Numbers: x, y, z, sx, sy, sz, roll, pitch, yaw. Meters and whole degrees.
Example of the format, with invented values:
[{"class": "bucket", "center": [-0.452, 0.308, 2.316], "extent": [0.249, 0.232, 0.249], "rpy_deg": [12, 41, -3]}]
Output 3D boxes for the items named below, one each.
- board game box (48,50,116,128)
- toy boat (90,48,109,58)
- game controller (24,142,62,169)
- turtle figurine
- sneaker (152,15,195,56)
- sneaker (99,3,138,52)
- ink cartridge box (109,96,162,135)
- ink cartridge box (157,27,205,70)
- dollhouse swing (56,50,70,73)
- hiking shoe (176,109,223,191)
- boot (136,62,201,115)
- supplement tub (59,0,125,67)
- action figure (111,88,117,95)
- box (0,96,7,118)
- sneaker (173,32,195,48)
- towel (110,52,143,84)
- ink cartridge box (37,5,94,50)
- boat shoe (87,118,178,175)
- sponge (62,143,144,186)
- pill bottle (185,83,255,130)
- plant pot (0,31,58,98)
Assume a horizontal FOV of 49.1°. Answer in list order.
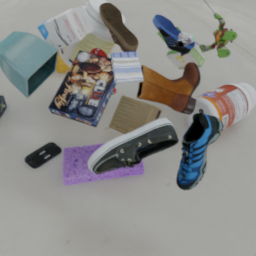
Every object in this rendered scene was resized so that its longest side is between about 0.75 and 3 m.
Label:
[{"class": "board game box", "center": [-1.306, -1.313, 9.016], "extent": [1.591, 0.406, 2.348], "rpy_deg": [17, 68, 11]}, {"class": "toy boat", "center": [-1.590, -2.339, 10.965], "extent": [1.185, 1.187, 1.815], "rpy_deg": [41, 97, 35]}, {"class": "game controller", "center": [-3.143, 1.003, 10.405], "extent": [0.694, 0.280, 1.329], "rpy_deg": [38, 50, 20]}, {"class": "turtle figurine", "center": [3.252, -3.557, 10.816], "extent": [1.993, 1.435, 1.933], "rpy_deg": [38, 23, -24]}, {"class": "sneaker", "center": [1.662, -3.587, 11.079], "extent": [1.986, 0.774, 0.697], "rpy_deg": [35, 54, -12]}, {"class": "sneaker", "center": [-0.475, -3.674, 10.679], "extent": [0.819, 0.878, 2.325], "rpy_deg": [-24, 74, -24]}, {"class": "ink cartridge box", "center": [0.213, -0.290, 9.074], "extent": [1.446, 1.191, 0.543], "rpy_deg": [24, 1, 39]}, {"class": "ink cartridge box", "center": [2.250, -3.477, 12.495], "extent": [1.512, 2.078, 0.498], "rpy_deg": [12, 69, 58]}, {"class": "dollhouse swing", "center": [-3.586, -3.993, 15.979], "extent": [1.227, 1.395, 1.268], "rpy_deg": [-17, 40, -19]}, {"class": "hiking shoe", "center": [1.603, 0.573, 7.164], "extent": [0.904, 2.085, 0.776], "rpy_deg": [19, 3, -37]}, {"class": "boot", "center": [1.221, -1.487, 8.698], "extent": [1.966, 1.851, 0.673], "rpy_deg": [17, -11, -21]}, {"class": "supplement tub", "center": [-1.596, -4.011, 12.403], "extent": [2.058, 2.838, 2.058], "rpy_deg": [25, 39, -22]}, {"class": "action figure", "center": [-1.133, -0.993, 9.968], "extent": [1.844, 0.477, 0.603], "rpy_deg": [-26, 1, 32]}, {"class": "box", "center": [-6.749, -0.359, 11.737], "extent": [2.274, 0.736, 2.884], "rpy_deg": [1, 38, 0]}, {"class": "sneaker", "center": [1.846, -3.070, 9.931], "extent": [0.676, 0.375, 0.966], "rpy_deg": [-35, 24, -4]}, {"class": "towel", "center": [-0.045, -1.722, 7.936], "extent": [0.825, 0.134, 1.123], "rpy_deg": [-5, 61, -9]}, {"class": "ink cartridge box", "center": [-2.226, -3.525, 10.002], "extent": [1.768, 1.024, 0.590], "rpy_deg": [-11, 33, 31]}, {"class": "boat shoe", "center": [0.115, 0.608, 7.317], "extent": [2.525, 0.867, 0.715], "rpy_deg": [-29, 53, 4]}, {"class": "sponge", "center": [-0.909, 1.182, 9.985], "extent": [2.792, 0.416, 1.558], "rpy_deg": [-6, 37, -8]}, {"class": "pill bottle", "center": [3.954, -0.872, 11.659], "extent": [2.967, 1.664, 1.664], "rpy_deg": [-23, 43, -29]}, {"class": "plant pot", "center": [-3.279, -2.137, 8.828], "extent": [1.482, 1.455, 1.451], "rpy_deg": [39, 65, -4]}]
